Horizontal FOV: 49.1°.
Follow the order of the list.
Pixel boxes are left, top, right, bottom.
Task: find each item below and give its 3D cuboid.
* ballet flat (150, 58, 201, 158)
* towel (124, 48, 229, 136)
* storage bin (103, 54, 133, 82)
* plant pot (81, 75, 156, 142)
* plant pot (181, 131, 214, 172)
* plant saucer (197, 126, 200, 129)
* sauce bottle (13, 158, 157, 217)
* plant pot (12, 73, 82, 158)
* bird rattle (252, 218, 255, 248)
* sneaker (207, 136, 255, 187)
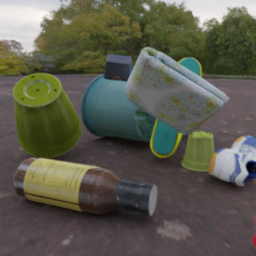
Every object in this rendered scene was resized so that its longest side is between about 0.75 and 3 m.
[{"bbox_3d":[1.331,-0.549,8.131,0.987,2.953,0.990,17,-5,12],"label":"ballet flat"},{"bbox_3d":[0.976,-0.747,6.412,2.079,0.501,1.780,32,-28,-1],"label":"towel"},{"bbox_3d":[-0.247,-1.492,6.967,0.759,0.510,0.552,7,50,5],"label":"storage bin"},{"bbox_3d":[0.006,-0.600,9.529,2.266,2.314,2.314,14,20,41],"label":"plant pot"},{"bbox_3d":[1.959,0.594,7.637,0.973,0.894,0.973,0,14,0],"label":"plant pot"},{"bbox_3d":[1.562,-1.015,10.391,2.520,2.519,0.610,35,71,22],"label":"plant saucer"},{"bbox_3d":[-0.844,1.180,5.439,2.783,0.901,0.901,7,16,19],"label":"sauce bottle"},{"bbox_3d":[-2.290,-0.434,7.651,1.866,1.797,1.866,1,53,-2],"label":"plant pot"},{"bbox_3d":[2.975,1.545,3.221,2.712,1.528,2.211,-8,32,-17],"label":"bird rattle"},{"bbox_3d":[2.930,0.887,7.055,0.993,0.848,2.254,29,34,36],"label":"sneaker"}]
